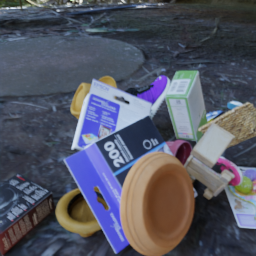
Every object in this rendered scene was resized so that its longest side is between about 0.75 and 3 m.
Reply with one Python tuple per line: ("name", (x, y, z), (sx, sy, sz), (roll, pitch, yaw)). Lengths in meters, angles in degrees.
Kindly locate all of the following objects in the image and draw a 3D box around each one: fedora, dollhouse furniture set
("fedora", (-1.123, 2.420, 7.871), (1.835, 0.748, 1.835), (0, 26, 0))
("fedora", (-1.488, -0.913, 10.841), (1.111, 2.724, 2.724), (18, 22, -30))
("dollhouse furniture set", (2.347, 1.125, 8.122), (1.241, 2.394, 1.060), (36, 64, 16))

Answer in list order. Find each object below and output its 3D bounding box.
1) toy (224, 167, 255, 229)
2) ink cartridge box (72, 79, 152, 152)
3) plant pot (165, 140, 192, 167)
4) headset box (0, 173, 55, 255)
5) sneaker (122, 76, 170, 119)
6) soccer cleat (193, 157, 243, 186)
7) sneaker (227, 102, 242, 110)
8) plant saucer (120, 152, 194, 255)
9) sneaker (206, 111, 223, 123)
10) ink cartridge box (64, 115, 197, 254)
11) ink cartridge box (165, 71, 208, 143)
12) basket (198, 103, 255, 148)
("toy", (3.934, 1.913, 8.770), (1.599, 0.656, 2.778), (2, 32, 3))
("ink cartridge box", (-0.416, -0.080, 8.485), (2.158, 2.179, 0.473), (21, -19, -23))
("plant pot", (1.552, 0.954, 9.985), (1.034, 1.155, 1.155), (10, 30, 44))
("headset box", (-3.387, 2.382, 7.874), (1.545, 0.802, 2.076), (19, 38, 28))
("sneaker", (0.585, -1.250, 11.093), (1.420, 0.992, 2.855), (37, 64, -11))
("soccer cleat", (2.981, 1.227, 9.015), (0.959, 0.776, 2.221), (-8, 11, -23))
("sneaker", (5.445, -0.998, 13.627), (0.465, 0.440, 1.151), (-22, 40, -30))
("plant saucer", (0.856, 1.801, 6.698), (0.459, 2.454, 2.454), (-7, 19, 48))
("sneaker", (3.878, -0.524, 12.848), (1.273, 0.471, 0.524), (-22, 36, -32))
("ink cartridge box", (0.158, 1.367, 7.624), (2.814, 0.611, 2.788), (-28, 84, -31))
("ink cartridge box", (2.191, -0.513, 10.124), (0.816, 2.751, 1.428), (4, 47, 30))
("basket", (3.200, -0.226, 8.773), (1.148, 1.542, 1.100), (37, 54, -8))
